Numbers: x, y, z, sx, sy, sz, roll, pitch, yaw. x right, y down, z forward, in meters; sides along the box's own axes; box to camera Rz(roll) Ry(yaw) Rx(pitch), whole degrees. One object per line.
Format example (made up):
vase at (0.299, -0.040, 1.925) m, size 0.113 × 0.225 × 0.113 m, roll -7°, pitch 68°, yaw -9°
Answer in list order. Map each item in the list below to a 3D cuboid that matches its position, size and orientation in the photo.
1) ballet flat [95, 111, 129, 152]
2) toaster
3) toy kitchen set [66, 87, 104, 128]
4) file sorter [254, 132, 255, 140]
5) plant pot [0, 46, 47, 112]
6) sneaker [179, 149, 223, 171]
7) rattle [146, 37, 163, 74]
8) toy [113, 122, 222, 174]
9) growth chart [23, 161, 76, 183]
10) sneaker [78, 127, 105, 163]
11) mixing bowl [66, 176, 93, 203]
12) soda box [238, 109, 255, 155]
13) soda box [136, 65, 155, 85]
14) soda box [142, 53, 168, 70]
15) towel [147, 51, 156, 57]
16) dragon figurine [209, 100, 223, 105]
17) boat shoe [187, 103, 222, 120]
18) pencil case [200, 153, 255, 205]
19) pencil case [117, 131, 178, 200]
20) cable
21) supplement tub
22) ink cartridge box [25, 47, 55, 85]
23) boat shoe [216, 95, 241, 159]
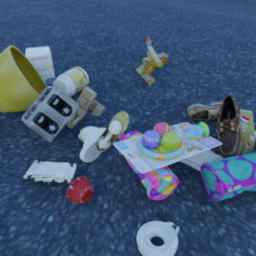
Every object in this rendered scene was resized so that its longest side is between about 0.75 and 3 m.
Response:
ballet flat at (-0.537, 0.178, 8.953) m, size 0.576 × 1.629 × 0.576 m, roll 30°, pitch 27°, yaw -17°
toaster at (-2.858, -0.567, 10.248) m, size 1.707 × 1.120 × 1.888 m, roll -52°, pitch 27°, yaw -9°
toy kitchen set at (-1.714, -0.658, 11.078) m, size 1.074 × 1.317 × 1.188 m, roll 35°, pitch 35°, yaw 0°
file sorter at (5.422, 0.135, 9.888) m, size 1.534 × 0.955 × 1.064 m, roll 5°, pitch 28°, yaw 11°
plant pot at (-4.861, -1.752, 11.792) m, size 1.939 × 2.732 × 2.732 m, roll -31°, pitch 39°, yaw 2°
sneaker at (2.345, 0.858, 9.283) m, size 2.352 × 0.833 × 0.859 m, roll 17°, pitch 38°, yaw 17°
rattle at (1.030, -3.778, 14.861) m, size 1.180 × 1.651 × 1.075 m, roll -27°, pitch 17°, yaw 29°
toy at (1.230, 0.286, 8.571) m, size 2.968 × 0.701 × 1.709 m, roll -12°, pitch 30°, yaw -27°
growth chart at (-2.434, 1.377, 8.822) m, size 1.616 × 0.143 × 1.170 m, roll 3°, pitch 24°, yaw 8°
sneaker at (-1.428, 0.554, 9.993) m, size 1.025 × 0.653 × 1.774 m, roll 9°, pitch 34°, yaw 25°
mixing bowl at (-1.301, 1.833, 7.963) m, size 0.437 × 0.806 × 0.806 m, roll 27°, pitch 44°, yaw 32°
soda box at (4.265, 0.116, 10.454) m, size 0.658 × 0.696 × 2.055 m, roll 10°, pitch 37°, yaw 14°
soda box at (0.871, -2.592, 13.821) m, size 0.367 × 1.146 × 0.388 m, roll -42°, pitch 52°, yaw 10°
soda box at (1.572, -3.844, 16.120) m, size 1.553 × 0.526 × 0.497 m, roll -22°, pitch 41°, yaw -28°
towel at (1.472, -4.571, 17.465) m, size 0.600 × 0.148 × 0.809 m, roll -2°, pitch 37°, yaw -1°
dragon figurine at (3.713, -0.942, 12.229) m, size 1.200 × 0.353 × 0.597 m, roll -8°, pitch 37°, yaw -12°
boat shoe at (3.401, -0.586, 11.528) m, size 1.839 × 0.696 × 0.660 m, roll -4°, pitch 38°, yaw 10°
pencil case at (3.613, 1.379, 8.273) m, size 2.807 × 1.195 × 1.297 m, roll -9°, pitch 21°, yaw -12°
pencil case at (0.527, 1.098, 8.802) m, size 1.096 × 1.096 × 2.479 m, roll -16°, pitch 38°, yaw -21°
cable at (0.724, 2.815, 7.000) m, size 1.018 × 0.352 × 1.018 m, roll 8°, pitch 38°, yaw 12°
supplement tub at (-2.713, -2.135, 13.263) m, size 1.091 × 1.091 × 1.501 m, roll 19°, pitch 40°, yaw 24°
ink cartridge box at (-4.420, -3.117, 14.169) m, size 1.187 × 1.612 × 1.166 m, roll -10°, pitch 37°, yaw -14°
boat shoe at (3.316, -0.058, 9.342) m, size 0.797 × 0.796 × 2.264 m, roll -6°, pitch 53°, yaw 27°
